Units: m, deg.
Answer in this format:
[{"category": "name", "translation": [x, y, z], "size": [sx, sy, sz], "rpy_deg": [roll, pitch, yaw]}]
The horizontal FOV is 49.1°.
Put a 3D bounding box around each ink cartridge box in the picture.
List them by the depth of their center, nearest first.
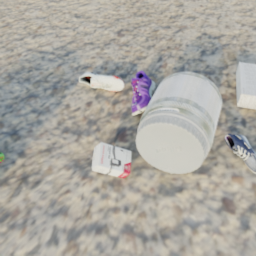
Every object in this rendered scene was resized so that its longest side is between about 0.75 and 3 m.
[{"category": "ink cartridge box", "translation": [-0.498, 1.013, 8.682], "size": [1.111, 0.463, 0.807], "rpy_deg": [19, 56, -24]}]

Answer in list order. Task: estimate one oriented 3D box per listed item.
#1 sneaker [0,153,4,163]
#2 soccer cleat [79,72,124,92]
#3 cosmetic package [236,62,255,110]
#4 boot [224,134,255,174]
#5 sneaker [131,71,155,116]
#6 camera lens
[{"category": "sneaker", "translation": [-4.630, 1.088, 9.041], "size": [0.489, 0.448, 1.168], "rpy_deg": [37, 40, 28]}, {"category": "soccer cleat", "translation": [-1.142, -1.924, 11.887], "size": [2.053, 0.705, 0.875], "rpy_deg": [19, 29, 24]}, {"category": "cosmetic package", "translation": [5.110, -1.782, 11.643], "size": [1.090, 0.668, 2.640], "rpy_deg": [13, 43, 10]}, {"category": "boot", "translation": [3.714, 0.834, 9.073], "size": [0.701, 0.565, 1.553], "rpy_deg": [7, 40, -28]}, {"category": "sneaker", "translation": [0.412, -1.401, 11.046], "size": [0.984, 1.018, 2.440], "rpy_deg": [-25, 33, 24]}, {"category": "camera lens", "translation": [1.696, -0.267, 9.105], "size": [2.303, 2.303, 2.879], "rpy_deg": [16, 45, 15]}]
